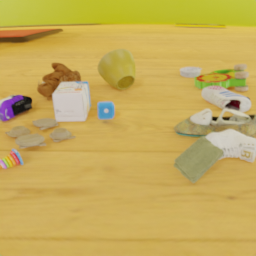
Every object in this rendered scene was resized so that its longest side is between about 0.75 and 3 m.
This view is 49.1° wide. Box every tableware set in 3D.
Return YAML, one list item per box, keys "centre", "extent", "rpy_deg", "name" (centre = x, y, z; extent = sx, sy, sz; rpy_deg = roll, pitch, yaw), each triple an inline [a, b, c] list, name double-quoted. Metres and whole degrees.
- centre: [-3.144, 0.162, 9.843]
  extent: [1.947, 0.270, 2.331]
  rpy_deg: [-16, 27, -35]
  name: "tableware set"

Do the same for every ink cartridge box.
- centre: [-2.251, -1.092, 11.371]
  extent: [1.191, 1.170, 1.617]
  rpy_deg: [-2, 26, 1]
  name: "ink cartridge box"

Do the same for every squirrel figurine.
- centre: [-3.312, -2.112, 13.376]
  extent: [2.020, 1.429, 1.885]
  rpy_deg: [9, 34, 25]
  name: "squirrel figurine"

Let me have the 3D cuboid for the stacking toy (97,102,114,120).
- centre: [-0.977, -0.789, 11.586]
  extent: [0.678, 0.717, 1.236]
  rpy_deg: [-3, 12, -11]
  name: "stacking toy"

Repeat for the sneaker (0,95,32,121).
- centre: [-4.542, -0.899, 11.520]
  extent: [1.044, 0.730, 2.100]
  rpy_deg: [1, 26, 0]
  name: "sneaker"

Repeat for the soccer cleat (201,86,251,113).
- centre: [4.075, -1.246, 12.135]
  extent: [1.019, 0.825, 2.361]
  rpy_deg: [-25, 35, -37]
  name: "soccer cleat"

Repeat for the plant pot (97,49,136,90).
- centre: [-0.403, -2.810, 14.470]
  extent: [2.014, 2.014, 1.430]
  rpy_deg: [-12, 58, -23]
  name: "plant pot"

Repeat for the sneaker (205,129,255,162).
- centre: [3.090, 0.620, 8.329]
  extent: [2.166, 0.798, 1.252]
  rpy_deg: [-19, 29, -36]
  name: "sneaker"

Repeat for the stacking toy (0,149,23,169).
- centre: [-3.511, 1.009, 8.067]
  extent: [0.813, 0.446, 0.472]
  rpy_deg: [-33, 42, -30]
  name: "stacking toy"

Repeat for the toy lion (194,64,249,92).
- centre: [5.002, -2.657, 15.155]
  extent: [2.724, 0.976, 2.842]
  rpy_deg: [1, 25, 20]
  name: "toy lion"

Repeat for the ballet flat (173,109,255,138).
- centre: [3.094, -0.213, 9.851]
  extent: [2.919, 1.032, 1.032]
  rpy_deg: [4, 26, 8]
  name: "ballet flat"

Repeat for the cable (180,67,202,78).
- centre: [3.755, -3.376, 16.991]
  extent: [1.212, 0.419, 1.211]
  rpy_deg: [13, 30, 26]
  name: "cable"

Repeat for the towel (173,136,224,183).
- centre: [1.915, 0.854, 7.701]
  extent: [1.228, 0.224, 0.911]
  rpy_deg: [-44, 48, -2]
  name: "towel"
